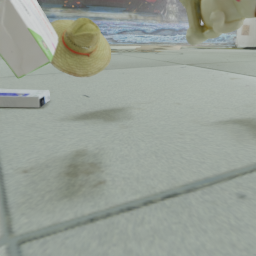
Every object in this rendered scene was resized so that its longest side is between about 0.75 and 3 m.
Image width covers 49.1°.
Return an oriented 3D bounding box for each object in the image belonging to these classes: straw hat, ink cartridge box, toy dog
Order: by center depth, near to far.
[{"bbox_3d":[-2.236,-2.125,6.007,0.783,1.362,2.326,-27,29,6],"label":"ink cartridge box"},{"bbox_3d":[3.139,-3.597,8.235,2.485,1.788,2.563,-6,5,-26],"label":"toy dog"},{"bbox_3d":[-1.590,-3.142,9.663,2.664,2.664,1.128,-14,-16,-33],"label":"straw hat"},{"bbox_3d":[-4.698,-1.243,11.559,2.596,0.509,1.291,3,21,4],"label":"ink cartridge box"}]
